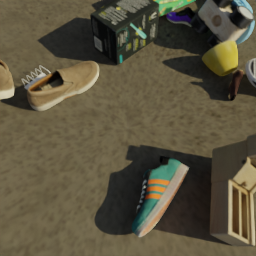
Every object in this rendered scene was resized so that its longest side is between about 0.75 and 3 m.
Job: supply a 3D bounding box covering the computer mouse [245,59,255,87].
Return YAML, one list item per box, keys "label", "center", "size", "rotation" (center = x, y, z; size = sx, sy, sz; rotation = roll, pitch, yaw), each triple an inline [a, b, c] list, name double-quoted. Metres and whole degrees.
- label: "computer mouse"
  center: [4.898, -1.423, 8.705]
  size: [2.814, 0.617, 1.543]
  rotation: [15, 64, 0]

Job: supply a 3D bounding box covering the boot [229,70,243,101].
- label: "boot"
  center: [3.284, -1.283, 8.494]
  size: [0.292, 0.807, 0.671]
  rotation: [10, 62, 3]

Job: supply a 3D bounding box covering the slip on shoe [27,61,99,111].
- label: "slip on shoe"
  center: [-1.970, -1.473, 8.663]
  size: [2.499, 0.757, 0.950]
  rotation: [-32, 63, -18]

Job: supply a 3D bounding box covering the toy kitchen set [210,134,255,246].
- label: "toy kitchen set"
  center: [3.449, 1.491, 6.203]
  size: [1.984, 2.432, 2.194]
  rotation: [33, 53, -29]

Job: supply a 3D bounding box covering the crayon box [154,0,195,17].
- label: "crayon box"
  center: [1.243, -5.147, 10.815]
  size: [2.533, 0.738, 1.504]
  rotation: [-31, 57, -23]

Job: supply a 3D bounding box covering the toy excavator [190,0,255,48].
- label: "toy excavator"
  center: [3.560, -4.352, 10.133]
  size: [2.976, 1.487, 2.894]
  rotation: [-26, 74, -39]

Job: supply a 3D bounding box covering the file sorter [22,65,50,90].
- label: "file sorter"
  center: [-2.857, -1.524, 8.862]
  size: [0.545, 0.489, 0.786]
  rotation: [33, 63, 19]

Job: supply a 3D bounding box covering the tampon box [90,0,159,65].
- label: "tampon box"
  center: [-0.079, -3.410, 9.461]
  size: [1.953, 1.464, 1.233]
  rotation: [-39, 66, -22]

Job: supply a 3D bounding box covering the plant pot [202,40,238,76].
- label: "plant pot"
  center: [3.067, -2.147, 9.007]
  size: [1.114, 1.114, 0.791]
  rotation: [-20, 79, -12]

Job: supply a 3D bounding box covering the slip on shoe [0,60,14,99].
- label: "slip on shoe"
  center: [-3.694, -1.393, 7.919]
  size: [0.878, 0.699, 2.308]
  rotation: [-10, 27, -13]

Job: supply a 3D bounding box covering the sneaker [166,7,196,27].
- label: "sneaker"
  center: [2.083, -4.249, 10.486]
  size: [1.264, 0.629, 0.440]
  rotation: [17, 59, 11]

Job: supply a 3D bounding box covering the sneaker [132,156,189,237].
- label: "sneaker"
  center: [0.611, 1.580, 6.803]
  size: [0.858, 0.766, 2.147]
  rotation: [28, 56, 21]
